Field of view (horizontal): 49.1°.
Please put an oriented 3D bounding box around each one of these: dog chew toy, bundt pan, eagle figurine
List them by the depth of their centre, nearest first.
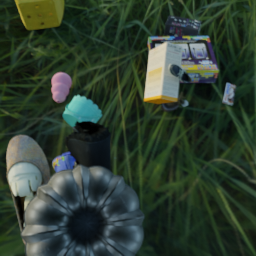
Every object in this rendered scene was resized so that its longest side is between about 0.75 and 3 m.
[{"bbox_3d":[-0.676,1.576,4.531,2.127,0.798,2.127,3,72,-10],"label":"bundt pan"},{"bbox_3d":[1.626,-0.948,9.910,0.670,0.883,0.666,-3,72,-26],"label":"eagle figurine"},{"bbox_3d":[-2.473,-1.440,10.272,0.723,0.723,1.161,1,62,1],"label":"dog chew toy"}]

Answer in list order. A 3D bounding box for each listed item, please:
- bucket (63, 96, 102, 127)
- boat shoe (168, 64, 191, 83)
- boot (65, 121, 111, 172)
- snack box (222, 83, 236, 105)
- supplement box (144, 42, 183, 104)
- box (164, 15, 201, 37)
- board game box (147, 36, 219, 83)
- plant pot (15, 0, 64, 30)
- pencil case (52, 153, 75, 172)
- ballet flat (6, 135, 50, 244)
[{"bbox_3d":[-1.533,-0.429,9.221,1.164,1.164,0.757,24,64,17],"label":"bucket"},{"bbox_3d":[1.654,-1.708,8.882,0.313,1.012,0.379,28,87,47],"label":"boat shoe"},{"bbox_3d":[-0.663,1.138,5.623,0.964,2.120,2.523,-8,24,-16],"label":"boot"},{"bbox_3d":[3.782,-1.267,10.472,0.356,0.120,0.991,15,55,11],"label":"snack box"},{"bbox_3d":[1.194,-1.820,9.622,0.690,1.182,1.875,8,87,-25],"label":"supplement box"},{"bbox_3d":[2.346,-4.218,12.204,1.428,0.873,0.757,16,54,10],"label":"box"},{"bbox_3d":[2.106,-2.750,11.217,2.545,0.722,2.104,0,55,0],"label":"board game box"},{"bbox_3d":[-4.077,-5.774,12.678,2.245,2.245,1.980,-11,64,-8],"label":"plant pot"},{"bbox_3d":[-1.288,1.838,7.511,1.027,1.143,2.631,-15,54,-15],"label":"pencil case"},{"bbox_3d":[-2.233,1.560,6.463,0.941,2.766,0.930,-10,14,-6],"label":"ballet flat"}]
